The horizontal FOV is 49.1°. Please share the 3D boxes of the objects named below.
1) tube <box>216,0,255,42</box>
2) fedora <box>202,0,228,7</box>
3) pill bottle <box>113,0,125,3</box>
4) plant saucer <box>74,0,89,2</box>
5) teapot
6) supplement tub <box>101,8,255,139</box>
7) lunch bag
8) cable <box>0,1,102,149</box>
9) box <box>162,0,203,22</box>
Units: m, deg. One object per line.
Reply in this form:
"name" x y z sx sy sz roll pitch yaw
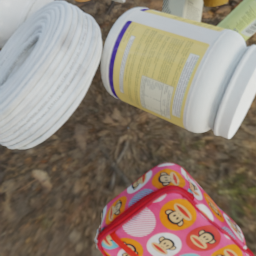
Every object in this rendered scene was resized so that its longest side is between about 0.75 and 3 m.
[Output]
"tube" 1.727 -1.600 5.302 0.536 2.063 0.599 -22 76 -38
"fedora" 2.156 -3.324 6.910 1.216 0.496 1.216 -12 39 10
"pill bottle" -0.222 -4.544 8.003 0.935 0.935 1.614 22 104 13
"plant saucer" -1.861 -5.465 11.346 0.947 0.177 0.947 0 58 0
"teapot" -2.483 -2.635 6.288 1.715 2.348 2.317 31 40 -6
"supplement tub" 0.909 -0.950 4.827 2.368 1.721 1.721 27 62 25
"lunch bag" 0.574 1.673 4.080 1.785 2.027 0.830 -40 17 17
"cable" -1.597 -0.967 4.877 2.716 0.940 2.716 6 65 49
"box" 1.595 -3.891 7.858 0.796 0.956 2.327 13 97 43
